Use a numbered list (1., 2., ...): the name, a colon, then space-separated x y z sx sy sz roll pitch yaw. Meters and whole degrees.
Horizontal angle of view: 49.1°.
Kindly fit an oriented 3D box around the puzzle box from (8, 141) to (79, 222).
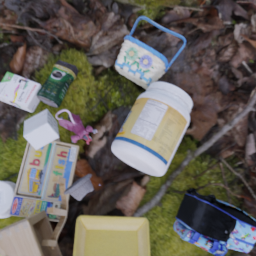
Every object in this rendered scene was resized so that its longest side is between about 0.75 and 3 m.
1. puzzle box: -3.038 1.864 10.320 1.930 0.369 2.902 13 71 -16

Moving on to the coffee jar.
1. coffee jar: -2.898 -1.859 11.643 1.004 0.822 1.926 22 73 14

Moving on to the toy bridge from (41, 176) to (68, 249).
1. toy bridge: -2.264 2.705 8.989 0.298 0.736 2.190 -8 64 25

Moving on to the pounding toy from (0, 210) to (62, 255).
1. pounding toy: -3.134 4.253 8.120 1.998 2.587 2.810 -22 82 -8

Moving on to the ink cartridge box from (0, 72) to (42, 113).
1. ink cartridge box: -4.476 -1.469 11.601 1.569 0.659 1.136 21 73 7

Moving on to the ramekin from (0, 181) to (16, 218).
1. ramekin: -4.667 2.599 10.256 1.354 0.660 1.354 0 72 0

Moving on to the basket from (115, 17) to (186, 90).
1. basket: 0.841 -3.054 11.528 2.261 1.783 2.564 30 84 10

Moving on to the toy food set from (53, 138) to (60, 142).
1. toy food set: -3.000 0.729 11.116 0.666 0.280 0.928 -17 73 -18

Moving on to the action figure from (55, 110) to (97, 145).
1. action figure: -1.904 -0.012 10.916 1.069 1.188 1.596 -39 62 -18

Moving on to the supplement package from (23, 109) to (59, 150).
1. supplement package: -2.765 0.044 8.923 0.864 0.665 0.904 -29 36 2

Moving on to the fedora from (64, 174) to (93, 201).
1. fedora: -1.394 1.821 8.337 0.963 1.089 0.492 -36 90 -36

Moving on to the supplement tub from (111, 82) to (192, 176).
1. supplement tub: 0.946 0.031 10.330 2.150 2.150 2.973 26 73 8

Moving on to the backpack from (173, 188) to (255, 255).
1. backpack: 3.017 3.281 9.308 2.475 2.260 1.665 26 82 -4

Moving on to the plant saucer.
1. plant saucer: -0.509 3.948 8.581 2.332 0.565 2.332 4 52 -6
